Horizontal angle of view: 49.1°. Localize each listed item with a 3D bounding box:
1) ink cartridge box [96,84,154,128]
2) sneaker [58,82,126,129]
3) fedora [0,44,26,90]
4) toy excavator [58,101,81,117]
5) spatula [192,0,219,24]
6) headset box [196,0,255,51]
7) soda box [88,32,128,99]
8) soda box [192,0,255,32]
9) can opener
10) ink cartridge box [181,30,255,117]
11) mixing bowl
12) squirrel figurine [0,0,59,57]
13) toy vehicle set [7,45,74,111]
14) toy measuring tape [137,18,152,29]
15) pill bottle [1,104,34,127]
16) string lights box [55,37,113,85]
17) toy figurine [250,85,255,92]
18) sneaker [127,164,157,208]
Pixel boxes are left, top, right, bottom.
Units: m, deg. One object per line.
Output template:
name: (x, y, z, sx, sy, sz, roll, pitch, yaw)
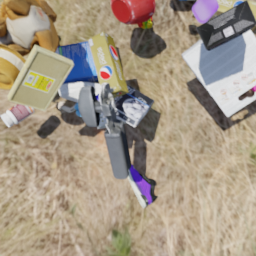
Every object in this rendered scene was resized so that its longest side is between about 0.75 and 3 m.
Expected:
ink cartridge box: (-0.144, -0.791, 8.190, 1.516, 1.501, 0.329, 29, 125, 8)
sneaker: (-1.189, -0.713, 9.567, 2.517, 0.927, 1.455, 4, 78, -1)
fedora: (-2.895, -1.306, 6.481, 1.424, 1.424, 0.581, 22, 57, 3)
toy excavator: (-1.484, -0.564, 8.165, 0.865, 0.432, 0.841, -31, 114, 12)
spatula: (2.360, -3.649, 7.089, 0.250, 2.430, 0.687, -17, 75, -20)
headset box: (2.210, -2.247, 6.369, 1.091, 1.466, 0.566, -24, 96, 23)
soda box: (-0.518, -1.607, 7.323, 0.521, 0.551, 1.628, -19, 81, 24)
soda box: (3.603, -4.271, 10.208, 2.320, 0.786, 0.742, 17, 81, 3)
can opener: (-0.554, 0.138, 7.097, 0.914, 0.729, 2.734, 0, 125, 14)
ink cartridge box: (2.861, -1.709, 7.862, 1.800, 0.632, 2.215, -36, 104, 18)
mixing bowl: (0.014, -3.580, 8.175, 1.417, 1.417, 0.767, 37, 60, 6)
squirrel figurine: (-2.993, -2.497, 7.430, 2.062, 1.563, 2.209, -26, 36, 23)
toy vehicle set: (-1.978, -1.059, 6.303, 1.443, 0.896, 0.191, -50, 45, 24)
toy measuring tape: (0.453, -4.173, 10.431, 0.602, 0.602, 1.636, -29, 60, -5)
pill bottle: (-3.268, -0.416, 8.290, 0.850, 0.485, 0.485, -39, 82, -26)
string lights box: (-1.659, -2.260, 9.896, 2.551, 0.752, 1.311, -10, 81, -2)
toy figurine: (5.379, -1.711, 9.662, 2.215, 1.807, 2.407, -29, 107, 9)
sneaker: (0.482, 1.823, 9.397, 0.761, 0.532, 1.531, -24, 86, -10)
